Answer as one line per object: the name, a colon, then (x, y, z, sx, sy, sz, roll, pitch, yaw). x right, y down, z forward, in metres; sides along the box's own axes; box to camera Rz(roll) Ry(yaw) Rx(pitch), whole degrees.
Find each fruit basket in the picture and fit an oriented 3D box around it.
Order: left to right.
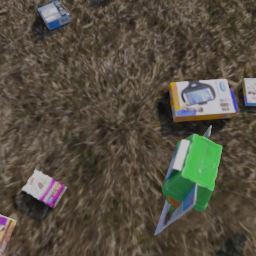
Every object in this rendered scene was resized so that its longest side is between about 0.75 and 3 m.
fruit basket: (0.964, 0.988, 5.219, 0.839, 1.789, 1.657, 29, 53, -2)

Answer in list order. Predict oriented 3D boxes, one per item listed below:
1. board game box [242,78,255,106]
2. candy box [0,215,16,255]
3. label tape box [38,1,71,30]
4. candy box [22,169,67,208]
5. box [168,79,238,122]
board game box: (4.153, -1.168, 9.140, 0.720, 0.190, 0.942, 3, 66, 1)
candy box: (-4.011, 2.649, 7.301, 1.808, 0.510, 1.055, 16, 68, 8)
label tape box: (-2.795, -4.312, 10.407, 0.863, 0.398, 1.205, -27, 71, -11)
candy box: (-2.330, 1.692, 7.827, 0.997, 0.304, 0.680, 27, 69, 11)
box: (2.420, -0.892, 8.900, 2.096, 0.435, 1.248, -5, 66, 0)
